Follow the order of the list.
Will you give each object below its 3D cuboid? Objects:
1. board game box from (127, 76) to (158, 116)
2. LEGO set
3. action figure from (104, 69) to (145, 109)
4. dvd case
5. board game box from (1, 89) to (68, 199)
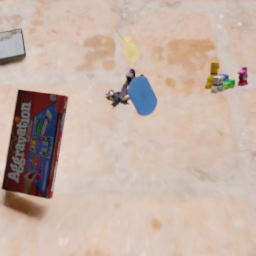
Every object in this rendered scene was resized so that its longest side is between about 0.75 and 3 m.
[{"bbox_3d":[0.257,-0.644,5.811,0.655,0.162,0.830,-41,112,-32],"label":"board game box"},{"bbox_3d":[2.663,-1.486,7.855,1.785,0.733,0.681,-17,23,-40],"label":"LEGO set"},{"bbox_3d":[-0.040,-0.806,6.251,0.762,0.406,1.171,24,55,20],"label":"action figure"},{"bbox_3d":[-4.681,-2.898,10.034,1.887,0.166,1.346,-14,63,-7],"label":"dvd case"},{"bbox_3d":[-2.489,0.404,7.467,1.407,0.266,2.733,8,89,11],"label":"board game box"}]
